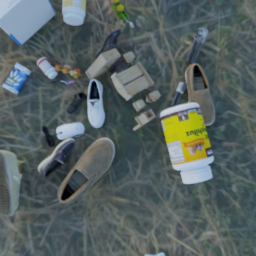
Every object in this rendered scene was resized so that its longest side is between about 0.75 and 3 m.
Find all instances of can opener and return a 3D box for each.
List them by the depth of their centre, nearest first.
[{"bbox_3d":[1.952,-1.294,10.739,0.268,0.336,1.006,22,85,2],"label":"can opener"},{"bbox_3d":[2.688,-3.205,10.942,0.375,0.470,1.406,22,98,9],"label":"can opener"}]

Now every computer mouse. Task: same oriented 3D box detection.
[{"bbox_3d":[-2.441,0.149,10.598,1.555,0.341,0.853,-16,83,-2],"label":"computer mouse"}]

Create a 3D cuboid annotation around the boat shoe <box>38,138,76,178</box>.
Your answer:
[{"bbox_3d":[-2.526,1.127,10.256,1.722,0.619,0.558,-43,51,-8],"label":"boat shoe"}]

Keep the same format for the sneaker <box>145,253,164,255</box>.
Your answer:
[{"bbox_3d":[1.108,4.703,10.162,1.037,0.383,0.425,20,83,-9],"label":"sneaker"}]

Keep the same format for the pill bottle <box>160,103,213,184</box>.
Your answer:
[{"bbox_3d":[2.134,0.556,9.992,1.462,1.462,2.676,-14,85,-1],"label":"pill bottle"}]

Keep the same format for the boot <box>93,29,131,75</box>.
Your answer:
[{"bbox_3d":[-0.415,-2.791,10.760,1.401,0.557,1.610,42,104,3],"label":"boot"}]

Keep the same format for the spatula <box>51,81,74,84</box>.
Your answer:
[{"bbox_3d":[-2.526,-1.762,10.750,1.043,0.295,0.107,6,118,20],"label":"spatula"}]

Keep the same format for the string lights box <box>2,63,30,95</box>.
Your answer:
[{"bbox_3d":[-4.300,-1.887,10.806,0.543,0.312,1.057,29,85,3],"label":"string lights box"}]

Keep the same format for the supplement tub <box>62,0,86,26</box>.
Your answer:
[{"bbox_3d":[-2.078,-4.691,10.787,0.882,0.882,1.213,2,85,0],"label":"supplement tub"}]

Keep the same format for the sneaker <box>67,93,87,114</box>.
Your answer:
[{"bbox_3d":[-1.995,-0.966,10.591,0.376,0.564,0.985,44,88,12],"label":"sneaker"}]

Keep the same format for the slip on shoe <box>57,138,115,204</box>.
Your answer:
[{"bbox_3d":[-1.529,1.566,10.182,1.079,0.860,2.838,43,86,3],"label":"slip on shoe"}]

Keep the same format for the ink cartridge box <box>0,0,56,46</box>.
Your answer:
[{"bbox_3d":[-4.516,-4.948,10.230,1.997,2.032,2.761,-44,85,-3],"label":"ink cartridge box"}]

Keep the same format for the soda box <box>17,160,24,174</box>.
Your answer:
[{"bbox_3d":[-4.366,1.856,10.374,0.432,0.457,1.349,19,84,2],"label":"soda box"}]

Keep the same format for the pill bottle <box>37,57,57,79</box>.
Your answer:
[{"bbox_3d":[-3.109,-2.293,10.787,0.430,0.430,0.784,-40,87,-4],"label":"pill bottle"}]

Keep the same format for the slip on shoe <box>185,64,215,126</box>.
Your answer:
[{"bbox_3d":[2.731,-1.264,10.539,0.907,0.723,2.385,-9,85,-1],"label":"slip on shoe"}]

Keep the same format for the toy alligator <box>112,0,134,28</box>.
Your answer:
[{"bbox_3d":[-0.285,-4.430,10.822,0.381,0.526,1.587,-27,73,4],"label":"toy alligator"}]

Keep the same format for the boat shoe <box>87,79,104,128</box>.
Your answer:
[{"bbox_3d":[-1.283,-0.922,10.540,0.670,0.595,1.820,-7,84,8],"label":"boat shoe"}]

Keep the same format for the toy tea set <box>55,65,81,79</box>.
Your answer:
[{"bbox_3d":[-2.318,-2.132,10.770,1.026,0.610,0.380,23,120,17],"label":"toy tea set"}]

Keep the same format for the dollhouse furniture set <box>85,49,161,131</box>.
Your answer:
[{"bbox_3d":[-0.019,-1.442,10.473,1.471,1.256,2.837,-36,92,-40],"label":"dollhouse furniture set"}]

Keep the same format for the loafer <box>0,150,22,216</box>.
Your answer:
[{"bbox_3d":[-4.116,1.885,9.726,0.883,0.797,2.333,2,97,24],"label":"loafer"}]
